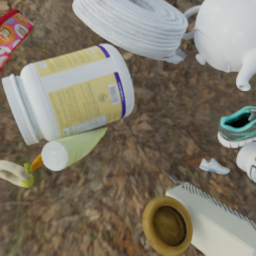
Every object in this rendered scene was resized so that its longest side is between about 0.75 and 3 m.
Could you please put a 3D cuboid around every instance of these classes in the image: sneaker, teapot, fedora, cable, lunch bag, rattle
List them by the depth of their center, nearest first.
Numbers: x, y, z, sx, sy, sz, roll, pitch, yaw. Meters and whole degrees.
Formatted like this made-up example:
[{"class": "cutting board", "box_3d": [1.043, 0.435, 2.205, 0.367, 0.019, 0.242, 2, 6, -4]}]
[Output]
[{"class": "rattle", "box_3d": [-2.299, 0.667, 5.560, 1.164, 0.758, 0.832, 8, 67, 27]}, {"class": "fedora", "box_3d": [0.751, 2.028, 5.794, 1.216, 0.496, 1.216, 9, 66, -22]}, {"class": "sneaker", "box_3d": [2.819, -0.147, 5.916, 1.932, 0.881, 0.750, -22, 56, 19]}, {"class": "cable", "box_3d": [0.101, -2.712, 6.736, 2.716, 0.940, 2.716, -9, 52, -43]}, {"class": "teapot", "box_3d": [2.403, -2.252, 6.950, 1.715, 2.348, 2.317, -38, 97, 10]}, {"class": "lunch bag", "box_3d": [-3.311, -2.076, 7.257, 0.830, 2.027, 1.785, 41, 30, -24]}, {"class": "sneaker", "box_3d": [2.386, 1.029, 7.645, 0.798, 0.299, 0.346, 11, 100, 5]}]

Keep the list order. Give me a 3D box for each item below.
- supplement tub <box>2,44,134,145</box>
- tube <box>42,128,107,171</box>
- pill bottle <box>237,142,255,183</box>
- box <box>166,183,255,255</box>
[{"class": "supplement tub", "box_3d": [-1.246, -0.705, 6.072, 2.368, 1.721, 1.721, -20, 74, -15]}, {"class": "tube", "box_3d": [-0.991, 0.382, 5.805, 0.599, 2.063, 0.536, -5, 95, 15]}, {"class": "pill bottle", "box_3d": [3.367, 0.989, 6.436, 0.935, 0.935, 1.614, -32, 32, -9]}, {"class": "box", "box_3d": [1.876, 2.214, 6.277, 0.796, 0.956, 2.327, -13, 27, -36]}]
